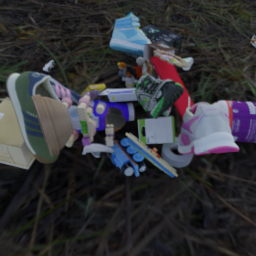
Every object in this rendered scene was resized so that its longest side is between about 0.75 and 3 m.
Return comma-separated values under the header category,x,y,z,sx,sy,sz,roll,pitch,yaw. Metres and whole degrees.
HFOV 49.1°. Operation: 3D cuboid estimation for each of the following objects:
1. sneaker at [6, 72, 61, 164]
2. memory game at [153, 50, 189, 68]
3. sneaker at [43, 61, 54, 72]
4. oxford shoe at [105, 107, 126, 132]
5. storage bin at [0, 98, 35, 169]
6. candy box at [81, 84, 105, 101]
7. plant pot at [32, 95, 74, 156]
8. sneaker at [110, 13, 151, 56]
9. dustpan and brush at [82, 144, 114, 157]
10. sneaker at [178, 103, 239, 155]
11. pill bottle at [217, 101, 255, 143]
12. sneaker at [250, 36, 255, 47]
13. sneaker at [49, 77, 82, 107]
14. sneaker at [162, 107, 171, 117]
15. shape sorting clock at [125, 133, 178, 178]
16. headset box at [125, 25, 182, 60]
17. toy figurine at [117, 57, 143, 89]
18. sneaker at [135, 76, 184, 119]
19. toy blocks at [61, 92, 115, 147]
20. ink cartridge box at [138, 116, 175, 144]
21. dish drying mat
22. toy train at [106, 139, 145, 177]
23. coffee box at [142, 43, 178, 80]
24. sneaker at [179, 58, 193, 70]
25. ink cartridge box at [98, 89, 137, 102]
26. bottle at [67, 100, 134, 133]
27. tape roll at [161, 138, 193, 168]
category,x,y,z,sx,sy,sz,roll,pitch,yaw
sneaker,-2.285,-0.221,7.772,1.252,2.789,0.935,-4,24,24
memory game,1.272,-2.043,8.229,1.130,0.072,1.130,17,29,-10
sneaker,-3.585,-2.812,12.669,0.306,0.284,0.756,4,43,17
oxford shoe,-0.446,-0.141,8.577,0.611,0.610,1.712,19,15,-7
storage bin,-3.772,0.084,9.175,2.023,0.955,2.038,11,46,12
candy box,-1.383,-1.131,9.901,0.659,1.289,0.170,-18,77,-42
plant pot,-1.716,-0.120,6.586,0.675,1.463,1.463,-18,47,-19
sneaker,0.442,-3.636,10.905,2.231,1.456,0.887,5,3,-25
dustpan and brush,-1.052,0.679,8.472,0.879,0.360,1.259,-2,15,-25
sneaker,2.035,0.016,7.530,1.211,2.978,1.314,-5,85,-4
pill bottle,4.021,-0.179,9.161,2.347,1.320,1.320,3,44,2
sneaker,6.546,-4.270,14.041,0.357,0.430,0.953,-20,47,-19
sneaker,-2.151,-0.956,8.970,1.733,0.608,0.711,30,66,-7
sneaker,1.375,-0.915,9.893,0.485,0.873,1.247,23,12,-8
shape sorting clock,0.541,0.594,6.394,1.496,1.496,0.293,35,84,31
headset box,1.115,-3.898,13.250,2.127,0.987,1.852,32,53,29
toy figurine,0.295,-2.255,11.474,1.305,0.922,1.325,-13,38,-14
sneaker,0.666,-0.922,7.762,1.025,2.628,1.120,-44,96,-7
toy blocks,-1.060,-0.281,7.816,1.418,1.325,1.193,-2,27,6
ink cartridge box,0.881,0.079,8.733,1.094,0.809,0.414,-4,1,5
dish drying mat,1.489,-1.315,8.899,0.863,0.204,2.247,-32,96,-41
toy train,-0.074,0.910,8.501,0.811,0.615,1.420,-26,45,-18
coffee box,1.109,-2.032,10.376,0.781,1.960,1.121,-14,34,-26
sneaker,2.161,-2.462,10.970,0.516,0.322,0.875,-1,31,35
ink cartridge box,-0.177,-1.185,10.028,1.515,0.356,1.497,-4,14,10
bottle,-1.148,-0.425,9.718,2.674,0.873,1.117,-6,43,-8
tape roll,1.558,0.767,8.868,0.982,0.324,0.982,1,47,-1
